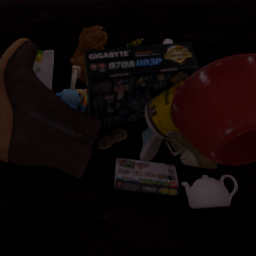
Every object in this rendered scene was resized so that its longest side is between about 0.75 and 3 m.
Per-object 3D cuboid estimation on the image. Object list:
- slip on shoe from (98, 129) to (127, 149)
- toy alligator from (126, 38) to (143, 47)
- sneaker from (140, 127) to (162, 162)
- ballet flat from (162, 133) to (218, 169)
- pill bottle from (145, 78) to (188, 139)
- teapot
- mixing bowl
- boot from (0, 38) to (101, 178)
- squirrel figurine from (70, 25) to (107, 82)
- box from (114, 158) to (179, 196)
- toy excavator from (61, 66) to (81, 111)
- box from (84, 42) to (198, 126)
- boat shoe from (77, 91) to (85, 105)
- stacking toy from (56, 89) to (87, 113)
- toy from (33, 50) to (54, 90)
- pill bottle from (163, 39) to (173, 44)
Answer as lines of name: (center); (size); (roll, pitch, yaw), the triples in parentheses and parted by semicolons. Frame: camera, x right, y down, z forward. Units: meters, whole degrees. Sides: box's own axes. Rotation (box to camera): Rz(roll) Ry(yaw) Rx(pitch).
slip on shoe: (-0.414, 0.254, 6.791); (0.815, 0.247, 0.310); (-23, 52, 22)
toy alligator: (0.466, -4.544, 15.227); (0.543, 0.393, 1.638); (-17, 14, 43)
sneaker: (0.505, 0.308, 6.709); (0.461, 0.416, 1.125); (10, 58, 40)
ballet flat: (1.338, 0.529, 6.492); (0.599, 0.599, 1.694); (-14, 34, -22)
pill bottle: (1.274, -0.500, 5.852); (1.782, 0.973, 0.973); (-29, 11, 37)
teapot: (1.423, 1.115, 4.954); (0.768, 0.759, 0.561); (-1, 72, -5)
mixing bowl: (1.913, -0.083, 4.943); (2.113, 2.113, 1.144); (-4, 50, -8)
boot: (-1.803, -0.487, 6.331); (2.441, 1.062, 2.934); (17, 64, -11)
squirrel figurine: (-1.493, -2.743, 10.448); (1.500, 2.120, 1.979); (8, 21, 3)
box: (0.363, 0.983, 5.688); (1.251, 0.217, 0.689); (9, 35, -5)
toy excavator: (-1.411, -0.884, 7.023); (0.554, 1.109, 1.079); (13, 30, -7)
box: (0.121, -0.873, 6.713); (2.219, 2.792, 0.642); (-7, 71, -8)
boat shoe: (-1.646, -0.474, 7.609); (0.456, 1.280, 0.400); (41, -1, -2)
stacking toy: (-1.521, -0.906, 8.631); (0.864, 0.817, 1.488); (-16, 16, 23)
toy: (-2.892, -1.598, 9.179); (1.056, 1.834, 0.433); (1, -4, 15)
pill bottle: (2.080, -4.318, 14.702); (0.538, 0.538, 0.949); (4, 31, 8)
